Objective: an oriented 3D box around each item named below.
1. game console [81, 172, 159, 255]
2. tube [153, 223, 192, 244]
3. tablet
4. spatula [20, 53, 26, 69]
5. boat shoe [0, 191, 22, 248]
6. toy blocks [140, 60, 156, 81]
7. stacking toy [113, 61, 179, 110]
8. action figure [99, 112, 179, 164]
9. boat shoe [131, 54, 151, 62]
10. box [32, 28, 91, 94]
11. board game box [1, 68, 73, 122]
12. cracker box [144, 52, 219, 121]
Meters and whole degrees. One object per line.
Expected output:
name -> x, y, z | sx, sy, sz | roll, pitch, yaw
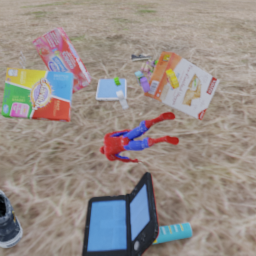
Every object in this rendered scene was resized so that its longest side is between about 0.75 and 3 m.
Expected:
game console -> -0.247, 2.454, 7.988 | 1.372, 1.992, 2.312 | 22, 31, -16
tube -> 1.033, 3.033, 8.001 | 1.530, 0.385, 0.592 | -8, 21, -4
tablet -> -0.925, -2.188, 15.830 | 1.633, 0.171, 2.509 | -1, 33, 0
spatula -> -4.217, -2.638, 11.279 | 0.069, 0.856, 0.595 | 3, 77, -7
boat shoe -> -4.027, 2.222, 8.355 | 0.961, 1.232, 2.715 | -28, 43, -35
toy blocks -> 1.133, -2.646, 13.531 | 0.915, 0.824, 0.979 | 28, -16, -32
stacking toy -> 0.532, -1.612, 9.971 | 1.978, 0.616, 2.623 | -22, 25, 3
action figure -> 0.364, 0.393, 7.729 | 1.415, 0.933, 2.858 | 7, -18, -42
boat shoe -> 0.544, -2.907, 11.478 | 0.996, 0.312, 0.362 | -15, -2, -32
box -> -2.633, -2.693, 11.448 | 1.192, 2.496, 1.244 | -27, 20, 7
board game box -> -2.945, -1.079, 9.247 | 2.122, 1.624, 0.428 | 3, -10, -5
cracker box -> 2.023, -1.486, 10.349 | 2.537, 1.699, 0.732 | 19, 6, -32
